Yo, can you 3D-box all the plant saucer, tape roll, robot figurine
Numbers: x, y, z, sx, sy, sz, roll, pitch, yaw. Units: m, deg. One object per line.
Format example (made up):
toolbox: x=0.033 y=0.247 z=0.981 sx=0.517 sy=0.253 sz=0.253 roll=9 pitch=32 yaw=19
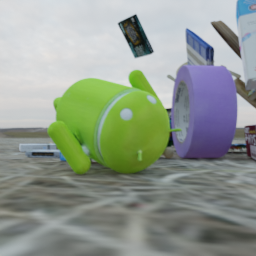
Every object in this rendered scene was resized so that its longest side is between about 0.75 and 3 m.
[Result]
plant saucer: x=3.058 y=-2.433 z=8.064 sx=0.270 sy=1.833 sz=1.833 roll=-42 pitch=-21 yaw=23
tape roll: x=1.827 y=-0.404 z=7.188 sx=0.996 sy=2.345 sz=2.345 roll=-1 pitch=-1 yaw=-3
robot figurine: x=-0.297 y=-0.078 z=4.672 sx=2.010 sy=1.325 sz=2.291 roll=-36 pitch=39 yaw=-30

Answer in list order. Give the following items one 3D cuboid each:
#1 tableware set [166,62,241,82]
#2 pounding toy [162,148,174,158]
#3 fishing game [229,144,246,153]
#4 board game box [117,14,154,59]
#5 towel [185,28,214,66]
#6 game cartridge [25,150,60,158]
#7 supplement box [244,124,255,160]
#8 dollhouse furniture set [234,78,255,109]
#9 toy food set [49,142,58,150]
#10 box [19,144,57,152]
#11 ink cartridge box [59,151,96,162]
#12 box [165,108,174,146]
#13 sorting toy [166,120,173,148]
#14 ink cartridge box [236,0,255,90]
tableware set: x=3.110 y=-1.957 z=11.700 sx=2.826 sy=1.868 sz=0.566 roll=50 pitch=-4 yaw=46
pounding toy: x=0.442 y=0.517 z=6.968 sx=1.228 sy=0.570 sz=0.948 roll=40 pitch=-32 yaw=-24
fishing game: x=3.626 y=0.686 z=9.335 sx=2.073 sy=0.322 sz=1.484 roll=-2 pitch=-8 yaw=18
board game box: x=0.266 y=-3.276 z=10.157 sx=0.206 sy=1.462 sz=0.989 roll=-41 pitch=25 yaw=-27
towel: x=2.587 y=-2.158 z=10.046 sx=0.289 sy=2.425 sz=1.781 roll=-21 pitch=42 yaw=-4
game cartridge: x=-2.141 y=0.695 z=7.534 sx=1.010 sy=0.210 sz=0.672 roll=0 pitch=3 yaw=10
supplement box: x=4.265 y=0.220 z=6.255 sx=2.879 sy=0.877 sz=1.567 roll=-6 pitch=-2 yaw=14
dollhouse furniture set: x=4.012 y=-2.256 z=7.983 sx=2.493 sy=1.890 sz=2.845 roll=-52 pitch=-12 yaw=30
toy food set: x=-1.820 y=0.725 z=9.621 sx=1.710 sy=0.269 sz=1.087 roll=9 pitch=-5 yaw=-24
box: x=-3.264 y=0.715 z=10.225 sx=1.287 sy=0.265 sz=1.004 roll=2 pitch=-3 yaw=-24
ink cartridge box: x=-0.503 y=0.385 z=6.363 sx=1.720 sy=0.725 sz=1.256 roll=-1 pitch=-2 yaw=31
box: x=2.756 y=-0.050 z=15.436 sx=1.665 sy=2.033 sz=0.876 roll=1 pitch=-2 yaw=-39
sorting toy: x=1.505 y=0.436 z=9.867 sx=2.716 sy=1.115 sz=1.632 roll=12 pitch=15 yaw=4
ink cartridge box: x=3.203 y=-1.902 z=6.139 sx=1.392 sy=1.926 sz=0.815 roll=-6 pitch=-13 yaw=17
